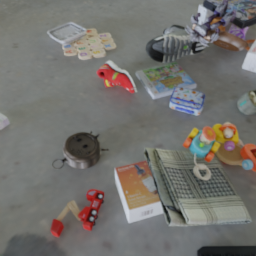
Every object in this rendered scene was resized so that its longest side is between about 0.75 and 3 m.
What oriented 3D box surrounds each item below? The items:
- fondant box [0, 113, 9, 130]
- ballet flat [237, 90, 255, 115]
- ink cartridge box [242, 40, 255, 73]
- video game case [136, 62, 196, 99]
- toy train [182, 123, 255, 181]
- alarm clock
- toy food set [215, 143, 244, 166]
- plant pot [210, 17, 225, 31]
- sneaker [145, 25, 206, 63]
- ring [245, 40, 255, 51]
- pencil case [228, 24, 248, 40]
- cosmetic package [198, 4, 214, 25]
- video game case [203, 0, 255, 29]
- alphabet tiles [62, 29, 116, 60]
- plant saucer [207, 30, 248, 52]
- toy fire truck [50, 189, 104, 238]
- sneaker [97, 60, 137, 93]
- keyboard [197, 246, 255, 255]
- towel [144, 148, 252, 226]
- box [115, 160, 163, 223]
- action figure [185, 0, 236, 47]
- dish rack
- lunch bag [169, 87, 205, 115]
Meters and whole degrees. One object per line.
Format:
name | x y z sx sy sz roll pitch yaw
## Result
fondant box | -4.403 -0.105 8.857 0.709 0.286 0.983 28 54 24
ballet flat | 4.887 -1.077 9.362 2.558 0.815 0.862 -18 70 -15
ink cartridge box | 5.663 -2.664 10.929 1.907 0.804 1.393 24 51 21
video game case | 1.402 -1.830 10.557 1.766 0.195 1.608 -16 49 -15
toy train | 2.699 0.544 7.466 2.399 0.667 1.802 -4 52 -23
alarm clock | -1.436 0.689 7.929 1.576 0.525 1.063 -33 59 -24
toy food set | 2.946 0.740 8.091 0.883 0.215 0.874 -7 46 -9
plant pot | 4.178 -4.942 13.226 0.894 0.626 0.894 0 45 0
sneaker | 1.706 -3.640 11.805 2.977 1.117 1.719 -14 42 -27
ring | 5.601 -3.539 12.253 1.121 0.108 1.121 1 46 -1
pencil case | 5.028 -4.441 12.602 0.804 0.818 1.915 44 51 -16
cosmetic package | 4.264 -5.691 13.765 1.757 0.893 0.650 -20 50 -20
video game case | 5.255 -5.552 12.847 2.695 0.344 2.436 -26 55 -22
alphabet tiles | -1.769 -3.761 12.416 2.270 0.169 2.321 -12 48 -11
plant saucer | 4.038 -3.559 11.589 1.783 0.326 1.783 23 10 -4
toy fire truck | -1.190 2.028 6.746 0.923 0.319 1.309 13 52 10
sneaker | -0.436 -1.700 10.213 0.843 0.765 1.986 -38 50 -14
keyboard | 2.772 2.888 5.266 2.895 0.574 1.507 -9 43 18
towel | 1.668 1.354 6.922 2.317 0.400 2.231 5 43 -23
box | 0.271 1.561 7.009 0.951 0.664 1.249 -13 48 -12
action figure | 3.170 -4.042 10.937 2.141 0.743 1.393 -39 80 -9
dish rack | -2.724 -4.197 12.578 1.397 0.354 1.628 -32 48 -21
lunch bag | 2.028 -0.900 9.519 1.171 0.442 0.938 16 50 16
